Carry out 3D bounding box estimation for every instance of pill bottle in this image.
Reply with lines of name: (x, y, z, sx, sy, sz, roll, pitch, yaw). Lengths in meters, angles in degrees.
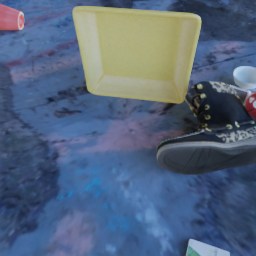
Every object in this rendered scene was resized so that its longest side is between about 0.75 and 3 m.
pill bottle: (3.274, -0.918, 8.159, 0.801, 0.453, 0.453, 22, 52, 20)

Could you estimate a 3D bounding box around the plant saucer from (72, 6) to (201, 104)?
plant saucer: (0.232, -1.956, 7.406, 2.892, 2.893, 0.701, 6, 55, 6)

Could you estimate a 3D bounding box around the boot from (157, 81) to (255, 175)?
boot: (1.917, -0.097, 7.003, 2.973, 1.088, 2.238, -6, 50, -11)

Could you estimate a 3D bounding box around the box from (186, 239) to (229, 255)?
box: (1.496, 2.520, 5.337, 0.777, 0.141, 0.561, 14, 50, 13)

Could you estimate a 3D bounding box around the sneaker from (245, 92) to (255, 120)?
sneaker: (4.171, -0.214, 7.239, 2.371, 0.929, 1.369, 45, 33, 6)

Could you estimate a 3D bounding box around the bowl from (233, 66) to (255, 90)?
bowl: (3.688, -1.485, 8.685, 0.911, 0.410, 0.911, -1, 49, 1)

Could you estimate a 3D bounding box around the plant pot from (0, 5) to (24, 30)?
plant pot: (-4.548, -4.202, 10.836, 0.831, 0.939, 0.939, 10, 49, -4)
